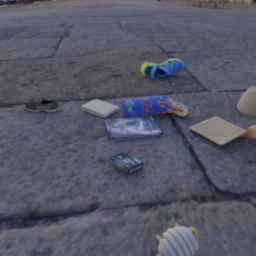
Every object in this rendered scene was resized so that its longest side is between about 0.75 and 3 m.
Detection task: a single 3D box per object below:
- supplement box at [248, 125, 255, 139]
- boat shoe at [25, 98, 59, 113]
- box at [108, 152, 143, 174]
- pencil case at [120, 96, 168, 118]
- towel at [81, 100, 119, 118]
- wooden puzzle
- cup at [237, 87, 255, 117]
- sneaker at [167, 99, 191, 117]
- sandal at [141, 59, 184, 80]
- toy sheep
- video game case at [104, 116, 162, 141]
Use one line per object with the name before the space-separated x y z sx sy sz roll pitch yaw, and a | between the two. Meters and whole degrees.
supplement box | 4.827 0.083 9.666 0.420 0.434 1.262 -21 6 -31
boat shoe | -3.792 -1.051 12.352 1.540 0.564 0.573 3 30 6
box | -0.070 1.095 8.830 0.880 0.224 0.694 24 27 37
pencil case | 0.666 -0.899 11.808 2.057 0.803 0.893 -6 5 -11
towel | -1.253 -0.852 12.344 1.470 0.253 0.974 21 38 32
wooden puzzle | 3.405 0.125 10.619 1.557 0.313 1.683 -20 31 -30
cup | 5.575 -1.225 12.236 1.388 0.993 1.388 0 30 0
sneaker | 2.088 -0.855 12.131 0.567 0.574 1.468 -5 28 -41
sandal | 2.048 -3.259 15.955 2.483 0.987 1.081 -12 35 -5
toy sheep | 1.029 2.514 5.995 1.168 0.806 0.806 -29 38 -17
video game case | 0.164 -0.016 10.936 2.020 0.192 1.443 -5 30 -10
